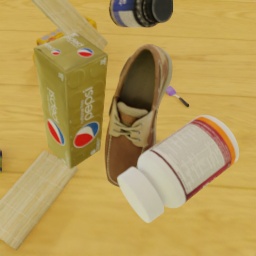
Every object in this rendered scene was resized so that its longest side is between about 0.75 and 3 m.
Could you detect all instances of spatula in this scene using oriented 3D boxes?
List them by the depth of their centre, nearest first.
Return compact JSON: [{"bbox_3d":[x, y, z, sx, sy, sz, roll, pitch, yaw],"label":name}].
[{"bbox_3d":[1.711,-1.060,9.642,0.307,0.112,1.086,-30,57,-21],"label":"spatula"}]

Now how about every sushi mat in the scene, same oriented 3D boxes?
[{"bbox_3d":[-1.752,-3.011,7.249,2.866,0.173,1.371,45,32,-10],"label":"sushi mat"},{"bbox_3d":[-2.492,1.724,7.301,1.208,0.153,2.526,22,54,18],"label":"sushi mat"}]

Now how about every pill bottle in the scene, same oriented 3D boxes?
[{"bbox_3d":[0.785,0.625,4.447,1.792,0.982,0.982,-33,57,-17],"label":"pill bottle"},{"bbox_3d":[0.345,-3.294,7.722,0.997,0.997,1.783,-35,35,-25],"label":"pill bottle"}]

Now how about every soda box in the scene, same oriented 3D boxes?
[{"bbox_3d":[-1.127,-0.407,5.725,0.892,2.785,0.943,39,54,24],"label":"soda box"}]

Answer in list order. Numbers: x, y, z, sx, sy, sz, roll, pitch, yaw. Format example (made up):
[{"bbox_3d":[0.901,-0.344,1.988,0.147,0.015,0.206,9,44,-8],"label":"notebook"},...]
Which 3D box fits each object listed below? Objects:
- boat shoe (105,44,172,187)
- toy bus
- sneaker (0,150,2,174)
[{"bbox_3d":[0.045,-0.185,4.788,0.974,0.924,2.573,13,96,15],"label":"boat shoe"},{"bbox_3d":[-2.450,-3.257,10.900,1.169,0.972,2.987,33,57,24],"label":"toy bus"},{"bbox_3d":[-3.792,0.882,7.860,0.419,0.377,1.019,-11,50,-7],"label":"sneaker"}]
